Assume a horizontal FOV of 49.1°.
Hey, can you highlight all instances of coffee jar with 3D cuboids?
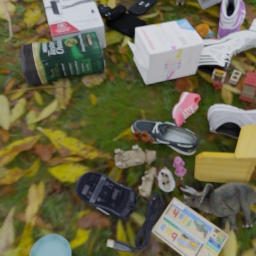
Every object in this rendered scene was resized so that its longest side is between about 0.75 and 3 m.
[{"bbox_3d":[-2.249,-2.364,9.593,2.737,1.168,1.428,-14,59,-8],"label":"coffee jar"}]

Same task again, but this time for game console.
[{"bbox_3d":[0.353,-4.768,11.636,1.533,0.313,2.598,33,65,19],"label":"game console"},{"bbox_3d":[-0.811,-4.841,11.508,0.925,0.189,1.568,-36,49,-18],"label":"game console"}]

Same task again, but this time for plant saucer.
[{"bbox_3d":[-1.851,3.093,6.728,0.985,0.177,0.985,0,58,1],"label":"plant saucer"}]

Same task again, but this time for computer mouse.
[{"bbox_3d":[-0.379,2.170,7.167,2.314,0.533,1.625,18,64,5],"label":"computer mouse"}]

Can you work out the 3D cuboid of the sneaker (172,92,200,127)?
[{"bbox_3d":[1.818,-0.606,8.696,0.628,0.533,1.447,3,48,35],"label":"sneaker"}]

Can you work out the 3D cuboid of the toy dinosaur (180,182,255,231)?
[{"bbox_3d":[2.667,1.857,7.042,2.426,0.934,1.240,-11,75,-1],"label":"toy dinosaur"}]

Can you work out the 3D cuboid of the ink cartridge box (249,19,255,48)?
[{"bbox_3d":[5.038,-3.617,10.808,0.799,0.465,1.097,26,63,15],"label":"ink cartridge box"}]

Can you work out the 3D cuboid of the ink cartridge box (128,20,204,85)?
[{"bbox_3d":[1.168,-2.558,9.523,2.174,1.362,1.398,-14,56,-12],"label":"ink cartridge box"}]

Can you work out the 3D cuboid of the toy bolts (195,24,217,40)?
[{"bbox_3d":[2.739,-3.512,10.438,1.224,1.169,0.849,3,56,-16],"label":"toy bolts"}]

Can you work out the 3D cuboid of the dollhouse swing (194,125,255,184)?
[{"bbox_3d":[2.639,0.696,7.461,1.393,1.585,1.440,14,58,21],"label":"dollhouse swing"}]

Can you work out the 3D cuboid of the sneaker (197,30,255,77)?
[{"bbox_3d":[3.541,-2.497,9.891,2.519,0.951,1.450,-12,62,4],"label":"sneaker"}]

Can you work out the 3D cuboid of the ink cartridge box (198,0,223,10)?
[{"bbox_3d":[4.471,-6.040,11.468,2.702,2.163,0.639,-43,111,-22],"label":"ink cartridge box"}]

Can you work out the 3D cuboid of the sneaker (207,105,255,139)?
[{"bbox_3d":[3.585,0.036,8.178,2.530,0.945,1.037,6,45,18],"label":"sneaker"}]

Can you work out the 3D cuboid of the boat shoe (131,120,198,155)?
[{"bbox_3d":[1.084,0.137,8.320,2.080,0.627,0.786,16,62,11],"label":"boat shoe"}]

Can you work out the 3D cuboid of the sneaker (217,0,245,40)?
[{"bbox_3d":[4.057,-4.683,10.804,0.975,1.534,2.690,5,55,18],"label":"sneaker"}]

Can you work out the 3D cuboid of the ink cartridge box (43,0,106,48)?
[{"bbox_3d":[-2.105,-4.154,10.770,1.885,1.094,2.612,-15,59,-9],"label":"ink cartridge box"}]

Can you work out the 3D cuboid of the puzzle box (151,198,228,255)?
[{"bbox_3d":[1.498,2.607,6.892,1.577,0.201,1.049,32,76,19],"label":"puzzle box"}]

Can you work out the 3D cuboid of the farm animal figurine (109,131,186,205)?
[{"bbox_3d":[0.580,1.049,7.688,1.464,0.911,1.812,-44,69,-3],"label":"farm animal figurine"}]

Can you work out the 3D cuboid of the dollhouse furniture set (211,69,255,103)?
[{"bbox_3d":[3.555,-1.506,9.309,1.488,0.801,0.605,22,59,20],"label":"dollhouse furniture set"}]

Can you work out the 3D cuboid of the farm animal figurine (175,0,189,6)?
[{"bbox_3d":[2.083,-6.105,11.939,2.754,1.436,2.723,23,48,22],"label":"farm animal figurine"}]
